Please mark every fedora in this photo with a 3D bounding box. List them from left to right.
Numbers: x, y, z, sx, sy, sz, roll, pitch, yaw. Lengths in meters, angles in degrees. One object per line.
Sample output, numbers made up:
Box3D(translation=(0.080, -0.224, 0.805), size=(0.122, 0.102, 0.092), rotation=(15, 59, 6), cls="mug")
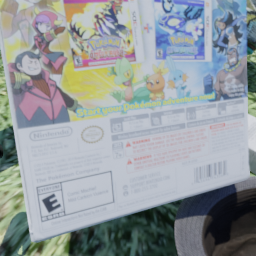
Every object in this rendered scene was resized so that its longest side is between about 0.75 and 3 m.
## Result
Box3D(translation=(1.964, 2.061, 4.106), size=(2.996, 1.353, 2.650), rotation=(-16, 45, -30), cls="fedora")

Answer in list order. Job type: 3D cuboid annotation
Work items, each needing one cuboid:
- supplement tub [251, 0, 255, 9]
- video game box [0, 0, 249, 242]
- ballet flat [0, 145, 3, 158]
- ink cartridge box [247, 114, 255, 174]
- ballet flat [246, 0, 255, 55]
Box3D(translation=(3.931, -3.932, 7.752), size=(1.919, 2.909, 1.919), rotation=(-3, 46, 3), cls="supplement tub")
Box3D(translation=(0.139, -0.422, 3.383), size=(2.993, 2.727, 0.701), rotation=(-9, 13, -23), cls="video game box")
Box3D(translation=(-2.247, 0.419, 3.464), size=(0.627, 0.623, 1.834), rotation=(39, 22, 5), cls="ballet flat")
Box3D(translation=(2.889, 0.340, 6.606), size=(1.120, 0.655, 1.930), rotation=(-32, 51, -31), cls="ink cartridge box")
Box3D(translation=(1.142, -2.151, 4.677), size=(2.774, 1.030, 1.030), rotation=(17, 38, -19), cls="ballet flat")
